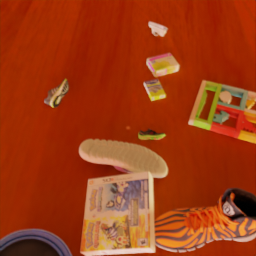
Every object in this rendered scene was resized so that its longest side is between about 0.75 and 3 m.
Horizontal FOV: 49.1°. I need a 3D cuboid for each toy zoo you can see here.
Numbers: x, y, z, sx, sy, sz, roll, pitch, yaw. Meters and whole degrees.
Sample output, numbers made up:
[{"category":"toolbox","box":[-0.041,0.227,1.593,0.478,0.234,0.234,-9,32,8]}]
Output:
[{"category":"toy zoo","box":[3.708,-0.503,9.299,2.977,0.305,1.953,17,56,14]}]

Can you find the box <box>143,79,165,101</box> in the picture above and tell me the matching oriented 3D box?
[{"category":"box","box":[0.938,-1.410,10.103,0.545,0.213,0.895,-14,56,-11]}]

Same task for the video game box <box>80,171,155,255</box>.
[{"category":"video game box","box":[-0.247,2.136,7.096,1.767,0.454,1.939,-12,52,18]}]

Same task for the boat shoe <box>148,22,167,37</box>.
[{"category":"boat shoe","box":[1.191,-4.163,11.907,0.465,0.458,1.313,10,23,-34]}]

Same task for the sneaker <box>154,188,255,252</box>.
[{"category":"sneaker","box":[1.950,2.086,6.677,2.881,1.614,1.118,-7,51,-6]}]

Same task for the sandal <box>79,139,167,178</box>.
[{"category":"sandal","box":[-0.140,0.934,8.178,2.602,0.640,1.059,17,40,-2]}]

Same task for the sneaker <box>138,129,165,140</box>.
[{"category":"sneaker","box":[0.748,0.182,8.862,0.845,0.324,0.354,2,69,0]}]

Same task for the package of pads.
[{"category":"package of pads","box":[1.333,-2.409,10.728,1.047,0.357,0.809,-18,56,-12]}]

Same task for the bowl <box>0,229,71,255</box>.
[{"category":"bowl","box":[-2.201,3.307,6.125,2.055,0.403,2.055,15,53,-21]}]

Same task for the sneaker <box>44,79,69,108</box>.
[{"category":"sneaker","box":[-2.520,-1.277,9.867,0.511,0.467,1.263,15,54,14]}]
